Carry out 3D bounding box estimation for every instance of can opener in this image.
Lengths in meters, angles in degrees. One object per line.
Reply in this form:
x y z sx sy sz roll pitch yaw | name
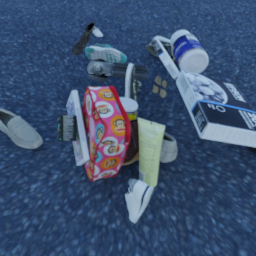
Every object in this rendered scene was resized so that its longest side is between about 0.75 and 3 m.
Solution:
-0.475 -2.328 11.934 2.547 0.852 0.679 7 60 -1 | can opener

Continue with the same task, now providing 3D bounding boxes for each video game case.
-1.603 0.067 8.752 0.189 1.499 2.093 -8 79 -20 | video game case

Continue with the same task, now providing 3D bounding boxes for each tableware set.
1.271 -1.608 11.032 0.098 0.843 0.704 9 80 48 | tableware set

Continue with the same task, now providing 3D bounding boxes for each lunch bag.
-0.904 0.084 8.698 1.099 2.682 2.362 -7 51 -23 | lunch bag

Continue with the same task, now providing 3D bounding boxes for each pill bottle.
-0.208 -0.162 9.502 0.872 1.595 0.872 7 32 -4 | pill bottle
2.423 -3.131 11.476 1.146 1.146 1.980 -6 45 -6 | pill bottle

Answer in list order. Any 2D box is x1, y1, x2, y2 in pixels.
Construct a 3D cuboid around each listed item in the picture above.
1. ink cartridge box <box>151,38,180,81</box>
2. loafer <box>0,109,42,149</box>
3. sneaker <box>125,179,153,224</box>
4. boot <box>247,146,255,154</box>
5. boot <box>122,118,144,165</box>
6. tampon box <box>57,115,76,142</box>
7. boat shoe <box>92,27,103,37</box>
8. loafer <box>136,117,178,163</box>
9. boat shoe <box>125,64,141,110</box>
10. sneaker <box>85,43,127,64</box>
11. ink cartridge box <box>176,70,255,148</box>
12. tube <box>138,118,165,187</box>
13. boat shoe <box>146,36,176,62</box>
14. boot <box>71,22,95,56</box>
1.424 -2.457 10.306 0.334 1.541 1.527 -33 88 14 | ink cartridge box
-4.071 0.008 10.203 2.342 0.817 0.819 26 51 23 | loafer
0.213 1.992 7.661 0.635 1.578 0.603 24 39 12 | sneaker
4.685 0.075 10.271 1.475 0.826 2.133 -28 65 -30 | boot
0.022 0.452 9.139 1.638 1.363 0.593 -16 17 23 | boot
-1.794 0.019 8.179 0.475 0.564 0.752 1 88 -23 | tampon box
-1.799 -5.458 15.860 0.365 0.324 0.992 -33 54 -28 | boat shoe
0.738 0.142 9.845 0.938 0.936 2.684 -18 40 -35 | loafer
0.199 -1.479 10.245 0.545 1.712 0.605 3 4 10 | boat shoe
-1.005 -3.795 13.940 2.197 0.852 1.002 19 45 16 | sneaker
3.058 -0.552 8.393 2.789 0.605 2.763 11 37 -17 | ink cartridge box
0.652 0.792 8.386 0.652 2.246 0.583 -5 31 -8 | tube
2.247 -3.635 13.682 2.948 1.042 0.939 23 53 28 | boat shoe
-1.848 -3.696 11.525 0.447 1.124 1.292 33 67 -10 | boot
